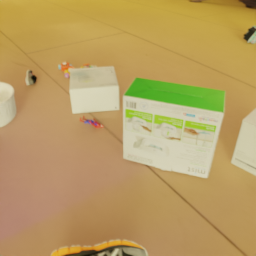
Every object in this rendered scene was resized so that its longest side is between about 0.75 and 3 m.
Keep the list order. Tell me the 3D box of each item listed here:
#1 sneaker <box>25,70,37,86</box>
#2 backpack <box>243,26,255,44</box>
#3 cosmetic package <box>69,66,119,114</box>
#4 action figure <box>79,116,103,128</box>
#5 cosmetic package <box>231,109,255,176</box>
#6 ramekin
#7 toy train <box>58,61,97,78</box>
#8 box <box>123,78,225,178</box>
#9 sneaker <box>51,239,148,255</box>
[{"bbox_3d":[-4.462,-2.330,12.979,0.479,0.404,1.095,-5,40,-8],"label":"sneaker"},{"bbox_3d":[7.721,-5.709,17.114,0.836,0.985,1.110,46,47,16],"label":"backpack"},{"bbox_3d":[-1.375,-1.573,11.311,1.845,1.138,1.851,-5,38,-7],"label":"cosmetic package"},{"bbox_3d":[-1.296,-0.196,10.113,0.961,0.248,0.314,23,28,21],"label":"action figure"},{"bbox_3d":[4.027,0.276,8.345,1.006,1.636,1.631,30,45,34],"label":"cosmetic package"},{"bbox_3d":[-5.200,-0.790,10.326,2.098,1.023,2.098,0,36,0],"label":"ramekin"},{"bbox_3d":[-2.520,-3.014,13.781,1.940,0.540,1.457,-2,36,-2],"label":"toy train"},{"bbox_3d":[1.244,0.009,8.132,2.630,2.321,1.272,11,38,15],"label":"box"},{"bbox_3d":[-0.572,2.822,5.711,1.996,0.781,0.771,-8,46,-2],"label":"sneaker"}]
